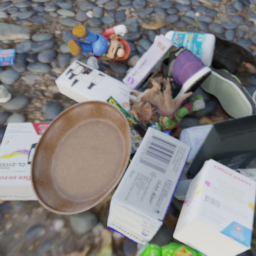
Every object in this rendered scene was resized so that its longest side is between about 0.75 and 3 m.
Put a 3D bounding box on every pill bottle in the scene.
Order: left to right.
[{"bbox_3d":[1.975,-2.822,10.014,2.038,1.129,1.129,10,52,17],"label":"pill bottle"}]

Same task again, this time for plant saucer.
[{"bbox_3d":[-1.145,0.699,7.009,2.942,0.538,2.942,-13,59,22],"label":"plant saucer"}]

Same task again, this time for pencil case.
[{"bbox_3d":[2.783,0.414,8.504,2.352,1.067,0.978,-9,11,-7],"label":"pencil case"}]

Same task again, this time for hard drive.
[{"bbox_3d":[2.693,0.588,7.319,1.857,2.661,0.438,-11,59,-11],"label":"hard drive"}]

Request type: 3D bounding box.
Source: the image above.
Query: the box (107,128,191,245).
[{"bbox_3d":[0.463,1.512,6.861,1.151,2.193,2.017,25,56,9],"label":"box"}]

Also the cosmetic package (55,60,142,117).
[{"bbox_3d":[-1.027,-1.260,9.914,2.945,0.746,1.216,28,68,19],"label":"cosmetic package"}]

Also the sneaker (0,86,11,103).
[{"bbox_3d":[-5.057,-1.241,10.096,1.444,0.664,0.547,-10,52,-8],"label":"sneaker"}]

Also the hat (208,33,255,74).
[{"bbox_3d":[3.752,-2.609,10.733,2.423,2.423,0.977,36,103,25],"label":"hat"}]

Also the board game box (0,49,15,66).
[{"bbox_3d":[-5.106,-2.954,11.757,0.636,0.188,0.836,-8,52,-6],"label":"board game box"}]

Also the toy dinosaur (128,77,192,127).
[{"bbox_3d":[0.782,-0.587,7.430,1.939,0.832,1.314,3,56,-17],"label":"toy dinosaur"}]

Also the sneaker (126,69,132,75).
[{"bbox_3d":[0.435,-2.271,10.999,0.889,0.542,1.362,13,51,9],"label":"sneaker"}]

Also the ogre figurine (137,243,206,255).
[{"bbox_3d":[1.066,3.363,6.158,2.580,1.266,1.547,-5,68,14],"label":"ogre figurine"}]

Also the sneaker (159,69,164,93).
[{"bbox_3d":[1.451,-2.171,10.790,1.371,0.949,2.447,22,44,21],"label":"sneaker"}]

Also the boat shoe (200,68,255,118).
[{"bbox_3d":[3.557,-1.292,9.689,0.868,1.028,2.883,-9,39,-16],"label":"boat shoe"}]

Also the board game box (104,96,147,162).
[{"bbox_3d":[-0.201,0.046,8.683,1.993,0.234,1.044,46,72,-1],"label":"board game box"}]

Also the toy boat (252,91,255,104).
[{"bbox_3d":[5.077,-0.380,8.940,2.513,1.389,2.990,32,58,22],"label":"toy boat"}]

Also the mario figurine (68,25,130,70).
[{"bbox_3d":[-0.831,-3.071,10.653,2.613,1.613,1.385,-5,73,-46],"label":"mario figurine"}]

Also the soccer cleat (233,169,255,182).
[{"bbox_3d":[3.292,1.390,8.070,1.327,0.565,0.455,-9,52,-7],"label":"soccer cleat"}]

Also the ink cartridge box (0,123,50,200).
[{"bbox_3d":[-2.894,0.938,8.221,1.553,0.882,2.131,-1,52,0],"label":"ink cartridge box"}]

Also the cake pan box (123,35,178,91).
[{"bbox_3d":[0.738,-2.034,8.980,0.494,1.887,1.738,44,18,6],"label":"cake pan box"}]

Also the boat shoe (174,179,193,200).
[{"bbox_3d":[2.086,1.729,7.686,1.692,0.721,0.625,-14,55,11],"label":"boat shoe"}]

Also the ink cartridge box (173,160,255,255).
[{"bbox_3d":[1.982,1.740,6.280,1.178,1.148,1.833,28,48,5],"label":"ink cartridge box"}]

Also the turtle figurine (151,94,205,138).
[{"bbox_3d":[1.394,-0.736,9.233,1.844,1.369,1.902,-23,58,-11],"label":"turtle figurine"}]

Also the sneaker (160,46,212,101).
[{"bbox_3d":[1.589,-1.610,8.880,1.117,2.950,1.292,-35,83,-13],"label":"sneaker"}]
